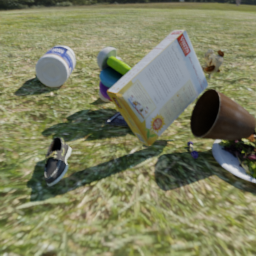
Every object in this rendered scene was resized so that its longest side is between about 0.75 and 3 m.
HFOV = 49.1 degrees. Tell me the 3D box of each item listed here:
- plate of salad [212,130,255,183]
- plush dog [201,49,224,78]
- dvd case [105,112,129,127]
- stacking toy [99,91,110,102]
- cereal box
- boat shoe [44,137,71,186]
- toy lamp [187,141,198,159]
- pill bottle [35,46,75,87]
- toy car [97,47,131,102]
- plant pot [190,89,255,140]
[{"bbox_3d":[3.899,0.723,8.263,2.741,0.658,2.741,-1,29,0],"label":"plate of salad"},{"bbox_3d":[2.846,-2.121,9.334,0.795,0.991,0.851,31,-1,-2],"label":"plush dog"},{"bbox_3d":[0.059,-0.322,10.544,1.513,0.121,1.125,8,29,27],"label":"dvd case"},{"bbox_3d":[-0.930,-1.583,12.646,0.741,0.741,1.015,-1,10,-2],"label":"stacking toy"},{"bbox_3d":[1.009,-1.178,8.332,2.930,2.108,0.579,-44,34,-17],"label":"cereal box"},{"bbox_3d":[-2.047,0.885,7.786,0.671,0.567,1.882,-27,23,8],"label":"boat shoe"},{"bbox_3d":[2.024,0.695,8.768,0.226,0.226,0.776,0,29,0],"label":"toy lamp"},{"bbox_3d":[-3.658,-3.367,14.679,1.607,1.607,2.896,0,29,1],"label":"pill bottle"},{"bbox_3d":[-0.373,-1.815,10.749,1.995,1.709,2.280,36,-1,13],"label":"toy car"},{"bbox_3d":[2.938,-0.220,8.411,1.596,1.491,1.491,16,25,-17],"label":"plant pot"}]
